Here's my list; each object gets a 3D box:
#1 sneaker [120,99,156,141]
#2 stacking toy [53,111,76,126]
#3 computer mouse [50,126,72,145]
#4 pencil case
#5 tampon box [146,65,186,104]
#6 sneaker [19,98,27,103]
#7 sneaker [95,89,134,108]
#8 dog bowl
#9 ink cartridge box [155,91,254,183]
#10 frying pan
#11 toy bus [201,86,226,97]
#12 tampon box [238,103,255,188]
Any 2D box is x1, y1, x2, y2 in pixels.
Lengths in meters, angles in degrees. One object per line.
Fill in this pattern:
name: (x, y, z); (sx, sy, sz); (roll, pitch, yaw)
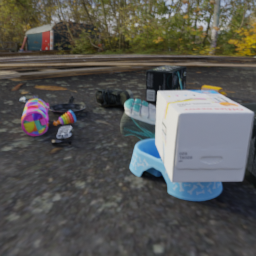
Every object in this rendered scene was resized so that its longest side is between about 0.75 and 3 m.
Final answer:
sneaker: (1.034, 0.096, 9.483); (2.905, 1.325, 1.127); (23, 30, -9)
stacking toy: (-2.712, -0.318, 11.777); (0.937, 0.544, 0.514); (-26, 11, -22)
computer mouse: (-2.302, 0.297, 10.128); (0.742, 0.297, 1.354); (-6, 23, 3)
pencil case: (-3.725, -0.504, 11.342); (1.073, 1.073, 2.429); (-5, 22, -14)
tampon box: (2.178, -2.470, 15.776); (1.535, 1.822, 2.431); (10, 21, 26)
sneaker: (-5.813, -1.508, 15.467); (0.331, 0.286, 0.764); (-17, 16, -27)
sneaker: (-0.716, -1.425, 14.074); (1.549, 1.034, 2.704); (-10, 18, -22)
dog bowl: (1.209, 0.982, 7.528); (1.531, 0.681, 2.747); (-16, 24, -37)
ink cartridge box: (1.621, 0.087, 6.641); (1.604, 1.576, 2.179); (-1, 19, -5)
frying pan: (-3.127, -1.041, 13.772); (1.713, 0.461, 2.832); (-8, 19, -24)
toy bus: (5.145, -2.147, 16.790); (0.469, 0.564, 1.441); (-17, 25, -40)
tampon box: (3.966, 0.344, 7.920); (1.924, 1.621, 2.567); (-2, 19, -5)
